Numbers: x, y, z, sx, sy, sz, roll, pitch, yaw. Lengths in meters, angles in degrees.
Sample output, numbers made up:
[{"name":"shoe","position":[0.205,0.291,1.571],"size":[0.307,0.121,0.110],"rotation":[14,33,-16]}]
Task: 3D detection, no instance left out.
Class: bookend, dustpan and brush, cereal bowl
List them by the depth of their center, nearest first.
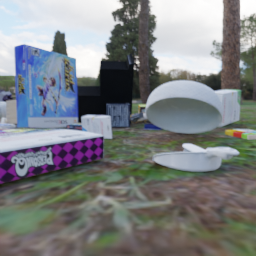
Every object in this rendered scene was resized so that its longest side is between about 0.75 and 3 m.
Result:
[{"name":"dustpan and brush","position":[1.201,0.446,4.496],"size":[1.177,0.482,1.686],"rotation":[-2,6,-16]},{"name":"cereal bowl","position":[1.685,-0.706,8.401],"size":[2.281,0.950,2.281],"rotation":[10,-23,4]},{"name":"bookend","position":[-1.231,-1.652,12.161],"size":[2.829,2.811,1.303],"rotation":[-1,31,-4]}]

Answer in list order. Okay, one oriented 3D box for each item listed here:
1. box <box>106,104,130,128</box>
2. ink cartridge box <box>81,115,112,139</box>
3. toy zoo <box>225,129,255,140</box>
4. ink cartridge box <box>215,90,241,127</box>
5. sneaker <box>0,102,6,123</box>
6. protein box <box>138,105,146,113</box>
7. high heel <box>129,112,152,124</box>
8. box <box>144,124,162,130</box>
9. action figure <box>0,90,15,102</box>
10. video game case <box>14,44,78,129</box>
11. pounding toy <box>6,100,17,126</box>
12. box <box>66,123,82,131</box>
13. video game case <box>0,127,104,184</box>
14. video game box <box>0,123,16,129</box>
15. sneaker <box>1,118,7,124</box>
[{"name":"box","position":[-0.382,-0.510,11.321],"size":[0.934,0.942,0.580],"rotation":[0,6,1]},{"name":"ink cartridge box","position":[-0.847,-0.035,8.271],"size":[1.068,0.615,0.362],"rotation":[4,14,31]},{"name":"toy zoo","position":[3.639,0.183,8.611],"size":[0.893,0.139,1.361],"rotation":[-2,6,-15]},{"name":"ink cartridge box","position":[3.994,-0.871,11.825],"size":[0.818,1.359,1.870],"rotation":[10,17,40]},{"name":"sneaker","position":[-5.717,-0.450,11.353],"size":[2.571,0.963,1.281],"rotation":[-17,17,-39]},{"name":"protein box","position":[1.112,-0.701,13.641],"size":[1.156,0.780,1.147],"rotation":[0,10,-3]},{"name":"high heel","position":[0.802,-0.363,10.765],"size":[1.429,0.510,1.018],"rotation":[6,-9,-22]},{"name":"box","position":[1.116,-0.069,10.824],"size":[0.708,0.189,1.168],"rotation":[4,8,30]},{"name":"action figure","position":[-5.880,-1.171,15.250],"size":[2.910,1.009,1.893],"rotation":[27,19,5]},{"name":"video game case","position":[-2.759,-1.307,9.830],"size":[0.612,2.694,2.442],"rotation":[-1,2,28]},{"name":"pounding toy","position":[-3.944,-0.463,11.176],"size":[1.945,1.013,2.214],"rotation":[-4,-3,4]},{"name":"box","position":[-1.509,-0.017,10.038],"size":[1.187,0.224,0.810],"rotation":[1,7,9]},{"name":"video game case","position":[-2.360,0.387,4.798],"size":[2.669,0.527,2.944],"rotation":[5,8,36]},{"name":"video game box","position":[-4.656,0.028,9.399],"size":[1.141,0.293,1.253],"rotation":[2,6,33]},{"name":"sneaker","position":[-4.608,-0.188,10.842],"size":[0.474,0.407,1.119],"rotation":[8,10,-11]}]
